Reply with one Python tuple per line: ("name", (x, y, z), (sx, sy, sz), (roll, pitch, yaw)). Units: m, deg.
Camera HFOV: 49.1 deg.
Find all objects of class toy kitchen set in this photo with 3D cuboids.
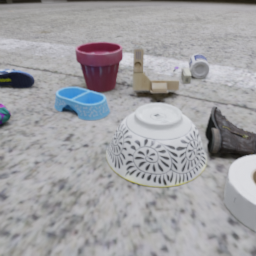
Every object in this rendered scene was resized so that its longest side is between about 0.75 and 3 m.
("toy kitchen set", (1.152, -2.336, 11.498), (1.930, 1.741, 1.574), (1, 12, 2))

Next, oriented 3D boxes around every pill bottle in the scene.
("pill bottle", (3.603, -3.237, 14.359), (0.943, 0.943, 1.697), (3, 31, 6))

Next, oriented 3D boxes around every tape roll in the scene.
("tape roll", (3.322, 1.507, 6.469), (2.093, 0.732, 2.093), (0, 31, 0))

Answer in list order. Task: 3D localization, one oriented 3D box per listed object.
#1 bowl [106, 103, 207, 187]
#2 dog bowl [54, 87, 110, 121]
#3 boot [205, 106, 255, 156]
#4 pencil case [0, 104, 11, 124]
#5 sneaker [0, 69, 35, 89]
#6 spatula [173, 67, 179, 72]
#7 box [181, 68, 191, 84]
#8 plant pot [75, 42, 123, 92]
("bowl", (0.827, 0.182, 8.075), (2.995, 1.406, 2.995), (-1, 30, 0))
("dog bowl", (-1.830, -1.012, 10.907), (2.432, 0.603, 1.356), (20, 35, 29))
("boot", (3.559, 0.268, 8.681), (2.124, 0.845, 2.439), (10, 36, 7))
("pencil case", (-4.948, -0.226, 9.276), (0.813, 0.883, 1.910), (38, 44, 14))
("sneaker", (-5.350, -2.356, 13.015), (2.210, 0.817, 0.909), (5, 29, 7))
("spatula", (2.542, -3.163, 15.095), (0.217, 0.079, 0.768), (11, 32, 21))
("box", (2.831, -2.551, 13.695), (0.373, 0.448, 1.090), (2, 29, 4))
("plant pot", (-1.261, -2.681, 12.512), (2.060, 1.844, 2.060), (0, 31, 0))
